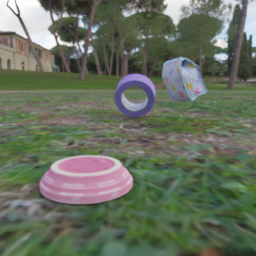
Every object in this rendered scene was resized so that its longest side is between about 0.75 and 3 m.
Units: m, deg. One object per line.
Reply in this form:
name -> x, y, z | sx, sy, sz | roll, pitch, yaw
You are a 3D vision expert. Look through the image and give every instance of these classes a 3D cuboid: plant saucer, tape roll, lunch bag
plant saucer -> -0.562, 0.639, 3.800 | 1.239, 0.314, 1.239 | -1, 9, 0
tape roll -> 0.272, -1.233, 10.777 | 1.534, 1.534, 0.652 | 1, 32, 6
lunch bag -> 1.669, -1.508, 8.584 | 0.817, 1.285, 1.090 | -33, 14, -19
